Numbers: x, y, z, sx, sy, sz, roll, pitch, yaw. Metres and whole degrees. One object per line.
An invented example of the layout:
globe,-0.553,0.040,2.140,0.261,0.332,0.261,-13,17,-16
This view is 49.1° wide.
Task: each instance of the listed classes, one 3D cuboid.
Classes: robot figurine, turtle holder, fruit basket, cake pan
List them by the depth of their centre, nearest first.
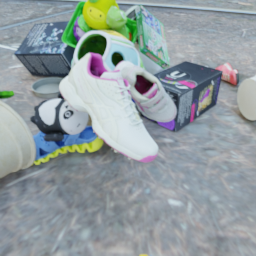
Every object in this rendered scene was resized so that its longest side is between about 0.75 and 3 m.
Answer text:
robot figurine,-1.505,-0.247,6.125,1.293,0.971,0.807,1,13,26
turtle holder,-0.485,-1.936,8.047,2.038,1.904,2.682,40,87,26
fruit basket,-0.904,-3.326,9.308,2.608,1.881,2.608,25,-1,0
cake pan,-2.998,-1.556,10.829,1.431,0.262,1.431,0,34,0

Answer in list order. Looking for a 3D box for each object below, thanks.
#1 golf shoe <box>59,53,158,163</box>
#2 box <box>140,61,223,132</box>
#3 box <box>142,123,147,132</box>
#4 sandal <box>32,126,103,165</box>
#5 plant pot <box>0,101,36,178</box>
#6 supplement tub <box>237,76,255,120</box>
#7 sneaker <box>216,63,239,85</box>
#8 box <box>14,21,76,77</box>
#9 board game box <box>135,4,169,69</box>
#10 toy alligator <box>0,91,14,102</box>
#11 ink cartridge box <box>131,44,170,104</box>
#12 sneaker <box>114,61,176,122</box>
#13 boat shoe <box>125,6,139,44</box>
golf shoe,-0.247,-0.381,4.900,2.261,1.035,0.852,44,27,12
box,1.756,-1.148,9.237,1.531,1.328,2.504,27,41,35
box,-0.220,-0.236,7.414,0.734,1.164,1.184,-36,59,18
sandal,-1.932,0.214,7.338,2.445,1.065,0.972,-16,40,-8
plant pot,-3.351,0.572,6.042,1.931,1.931,1.768,15,35,22
supplement tub,4.768,-1.029,8.875,2.137,1.543,1.543,-9,35,-13
sneaker,4.062,-2.148,11.596,0.712,0.605,1.641,-13,30,4
box,-2.979,-3.211,11.482,2.497,1.337,1.853,6,60,25
board game box,0.800,-3.006,9.269,0.274,1.268,1.885,-25,56,35
toy alligator,-3.814,-0.666,6.898,1.920,0.521,0.569,-21,72,-22
ink cartridge box,-0.291,-2.380,10.802,2.851,0.629,2.904,28,50,16
sneaker,0.514,-0.774,6.884,0.822,2.022,0.892,-52,26,0
boat shoe,0.430,-3.841,10.752,0.982,0.830,2.755,-35,-2,13
